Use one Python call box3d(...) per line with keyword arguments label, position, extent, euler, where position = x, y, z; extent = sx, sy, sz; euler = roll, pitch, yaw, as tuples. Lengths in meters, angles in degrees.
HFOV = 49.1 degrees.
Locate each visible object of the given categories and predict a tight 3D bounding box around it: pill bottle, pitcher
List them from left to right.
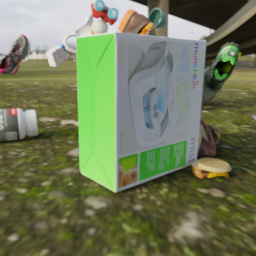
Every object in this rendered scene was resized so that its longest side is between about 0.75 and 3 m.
box3d(label="pill bottle", position=(-3.848, -0.095, 8.897), extent=(1.762, 1.003, 1.003), euler=(-6, 14, -22))
box3d(label="pitcher", position=(-1.638, -3.814, 13.320), extent=(2.097, 2.445, 1.482), euler=(-42, 16, -5))

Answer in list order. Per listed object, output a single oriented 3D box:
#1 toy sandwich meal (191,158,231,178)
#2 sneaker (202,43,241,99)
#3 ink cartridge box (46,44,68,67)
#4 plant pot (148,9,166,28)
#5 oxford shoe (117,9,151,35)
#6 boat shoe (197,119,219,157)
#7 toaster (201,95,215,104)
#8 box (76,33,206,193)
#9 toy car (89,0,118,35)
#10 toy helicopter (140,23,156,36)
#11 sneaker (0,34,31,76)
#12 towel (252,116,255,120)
box3d(label="toy sandwich meal", position=(1.846, 0.915, 6.204), extent=(0.849, 0.291, 0.849), euler=(3, 13, -1))
box3d(label="sneaker", position=(2.092, -1.255, 6.684), extent=(0.602, 1.544, 0.658), euler=(25, 51, 8))
box3d(label="ink cartridge box", position=(-2.924, -2.990, 11.558), extent=(0.356, 0.611, 0.845), euler=(12, 43, 26))
box3d(label="plant pot", position=(1.424, -5.079, 13.193), extent=(0.582, 0.869, 0.869), euler=(6, 5, -44))
box3d(label="oxford shoe", position=(-0.081, -2.749, 9.976), extent=(0.972, 2.680, 0.954), euler=(32, 23, 20))
box3d(label="boat shoe", position=(2.164, 0.286, 7.988), extent=(0.819, 0.821, 2.276), euler=(15, 16, 9))
box3d(label="toaster", position=(3.630, -2.168, 15.753), extent=(1.887, 1.660, 2.922), euler=(-6, -3, -5))
box3d(label="box", position=(0.310, -0.471, 6.227), extent=(2.595, 2.941, 1.422), euler=(-9, 17, -38))
box3d(label="toy car", position=(-0.688, -2.512, 6.680), extent=(0.707, 0.799, 0.737), euler=(25, 6, -18))
box3d(label="toy helicopter", position=(0.564, -2.677, 8.788), extent=(0.523, 0.877, 1.326), euler=(10, 48, 30))
box3d(label="sneaker", position=(-4.057, -2.570, 9.993), extent=(0.659, 1.635, 0.611), euler=(38, 16, 12))
box3d(label="towel", position=(5.926, -0.451, 12.510), extent=(0.588, 0.093, 0.819), euler=(1, 13, 9))
